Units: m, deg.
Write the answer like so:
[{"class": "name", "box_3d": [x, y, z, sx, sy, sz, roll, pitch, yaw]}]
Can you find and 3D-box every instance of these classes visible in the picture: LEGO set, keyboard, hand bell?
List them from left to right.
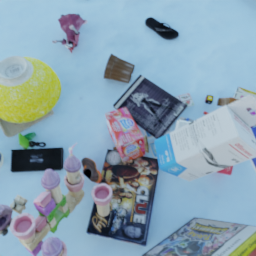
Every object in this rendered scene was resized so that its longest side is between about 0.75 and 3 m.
[{"class": "keyboard", "box_3d": [-3.147, 0.972, 9.708, 1.796, 0.230, 1.078, -2, 77, -2]}, {"class": "hand bell", "box_3d": [0.072, 0.659, 9.811, 1.228, 0.639, 0.639, -9, 64, 9]}, {"class": "LEGO set", "box_3d": [1.976, -0.333, 10.150, 2.938, 0.721, 2.195, -15, 69, -8]}]

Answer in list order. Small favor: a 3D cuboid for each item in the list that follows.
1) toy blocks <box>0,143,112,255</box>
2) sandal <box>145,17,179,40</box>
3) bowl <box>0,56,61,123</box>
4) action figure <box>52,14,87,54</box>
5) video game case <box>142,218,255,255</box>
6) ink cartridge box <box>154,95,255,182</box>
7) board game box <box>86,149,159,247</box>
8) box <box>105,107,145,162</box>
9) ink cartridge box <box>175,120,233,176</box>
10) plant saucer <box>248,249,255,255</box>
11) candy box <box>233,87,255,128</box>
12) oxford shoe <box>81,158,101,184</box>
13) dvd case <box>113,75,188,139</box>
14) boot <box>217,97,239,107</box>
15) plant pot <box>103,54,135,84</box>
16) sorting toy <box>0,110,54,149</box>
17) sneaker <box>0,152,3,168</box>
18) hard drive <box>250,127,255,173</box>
[{"class": "toy blocks", "box_3d": [-2.160, 1.882, 7.446, 2.732, 2.299, 2.553, 23, 49, 22]}, {"class": "sandal", "box_3d": [1.440, -4.374, 12.263, 1.687, 0.361, 0.641, 33, 69, 15]}, {"class": "bowl", "box_3d": [-3.821, -1.651, 9.891, 2.666, 1.434, 2.666, -1, 59, 1]}, {"class": "action figure", "box_3d": [-2.443, -3.958, 11.956, 1.149, 1.277, 1.715, -11, 81, 28]}, {"class": "video game case", "box_3d": [1.663, 3.132, 7.130, 2.430, 2.689, 0.343, -25, 89, -25]}, {"class": "ink cartridge box", "box_3d": [2.324, 0.417, 7.457, 2.817, 1.631, 0.939, -29, 53, 31]}, {"class": "board game box", "box_3d": [-0.084, 2.175, 9.017, 1.857, 0.474, 2.741, 10, 65, 5]}, {"class": "box", "box_3d": [-0.116, 0.196, 9.389, 0.819, 0.856, 1.716, -18, 44, -11]}, {"class": "ink cartridge box", "box_3d": [2.471, 0.623, 9.264, 1.982, 0.827, 1.439, 11, 95, 6]}, {"class": "plant saucer", "box_3d": [3.820, 4.286, 8.077, 1.865, 0.342, 1.861, -10, 65, -4]}, {"class": "candy box", "box_3d": [4.337, -0.744, 10.461, 0.970, 0.434, 1.422, 21, 65, 11]}, {"class": "oxford shoe", "box_3d": [-1.303, 1.327, 9.190, 1.213, 0.440, 0.432, 41, 103, 47]}, {"class": "dvd case", "box_3d": [0.775, -0.788, 10.251, 2.222, 0.177, 1.652, 37, 79, 20]}, {"class": "boot", "box_3d": [3.618, -0.458, 9.991, 0.982, 0.485, 1.264, 4, 99, -8]}, {"class": "plant pot", "box_3d": [-0.323, -2.253, 10.938, 1.011, 1.021, 1.021, 18, 65, 1]}, {"class": "sorting toy", "box_3d": [-3.802, -0.472, 10.358, 1.913, 0.381, 2.588, -29, 68, -13]}, {"class": "sneaker", "box_3d": [-5.676, 1.095, 9.158, 2.787, 1.178, 1.045, -15, 65, -7]}, {"class": "hard drive", "box_3d": [5.204, 1.208, 9.288, 1.946, 0.374, 2.950, -18, 70, -1]}]
